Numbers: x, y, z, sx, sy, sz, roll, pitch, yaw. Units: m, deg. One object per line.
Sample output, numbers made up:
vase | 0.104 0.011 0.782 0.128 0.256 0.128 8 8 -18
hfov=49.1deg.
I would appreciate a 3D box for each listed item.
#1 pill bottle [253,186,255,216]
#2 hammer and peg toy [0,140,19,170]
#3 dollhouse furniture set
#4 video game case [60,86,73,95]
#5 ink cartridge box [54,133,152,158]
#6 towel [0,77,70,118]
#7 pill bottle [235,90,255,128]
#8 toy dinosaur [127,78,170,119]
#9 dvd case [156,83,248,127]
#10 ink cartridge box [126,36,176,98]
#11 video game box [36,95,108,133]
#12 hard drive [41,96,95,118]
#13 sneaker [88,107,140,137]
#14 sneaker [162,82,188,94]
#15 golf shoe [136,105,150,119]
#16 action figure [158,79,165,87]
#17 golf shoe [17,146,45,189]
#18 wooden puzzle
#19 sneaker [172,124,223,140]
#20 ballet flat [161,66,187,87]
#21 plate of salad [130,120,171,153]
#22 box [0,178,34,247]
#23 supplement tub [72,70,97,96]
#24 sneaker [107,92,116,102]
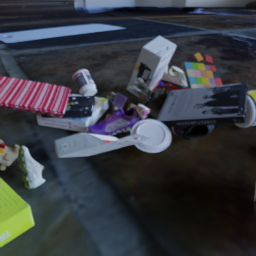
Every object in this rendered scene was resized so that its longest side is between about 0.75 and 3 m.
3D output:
pill bottle | 3.319 1.396 5.953 1.139 1.139 2.144 12 44 20
hammer and peg toy | -3.361 0.577 7.419 1.009 0.484 1.372 25 8 -8
dollhouse furniture set | -0.069 -0.453 10.526 1.349 1.069 0.957 23 -12 -3
video game case | -2.550 -1.428 10.739 0.793 0.567 0.075 4 67 46
ink cartridge box | -0.547 0.283 6.941 1.985 0.469 1.589 -17 -10 15
towel | -3.371 -1.071 9.343 2.668 0.300 1.930 9 32 -9
pill bottle | 4.761 -0.786 9.946 2.185 1.224 1.224 -12 32 -21
toy dinosaur | 1.253 -0.723 10.270 1.371 1.032 2.681 -31 70 -24
dvd case | 2.377 -0.735 8.966 2.615 0.323 1.965 -3 35 28
ink cartridge box | 0.966 -2.529 11.777 0.905 2.185 1.592 34 45 10
video game box | -1.981 -0.621 10.418 1.915 0.492 2.102 7 30 17
hard drive | -2.059 -0.742 9.811 1.708 0.323 1.193 0 31 0
sneaker | -0.438 -0.230 9.340 1.890 0.835 0.760 -13 31 -16
sneaker | 1.880 -1.484 10.967 1.455 0.840 0.570 -24 5 39
golf shoe | 0.433 -0.540 8.990 0.479 0.394 1.046 37 4 2
action figure | 1.352 -2.205 13.454 1.323 0.342 0.433 16 35 31
golf shoe | -2.442 0.964 7.087 0.535 1.101 0.431 -17 8 -42
wooden puzzle | 2.874 -1.745 10.573 1.557 0.184 2.625 -2 70 -25
sneaker | 2.575 -0.095 8.980 2.164 0.819 0.947 -21 23 -8
ballet flat | 2.022 -2.680 13.798 2.448 0.878 0.878 25 38 38
plate of salad | 0.677 0.258 8.430 1.227 0.295 1.227 1 54 -2
box | -3.586 2.056 5.401 1.770 0.692 2.904 25 38 37
supplement tub | -1.635 -1.664 10.555 0.648 0.648 0.923 -20 78 -32
sneaker | -0.578 -1.188 11.050 0.503 0.376 1.121 36 -3 -10
